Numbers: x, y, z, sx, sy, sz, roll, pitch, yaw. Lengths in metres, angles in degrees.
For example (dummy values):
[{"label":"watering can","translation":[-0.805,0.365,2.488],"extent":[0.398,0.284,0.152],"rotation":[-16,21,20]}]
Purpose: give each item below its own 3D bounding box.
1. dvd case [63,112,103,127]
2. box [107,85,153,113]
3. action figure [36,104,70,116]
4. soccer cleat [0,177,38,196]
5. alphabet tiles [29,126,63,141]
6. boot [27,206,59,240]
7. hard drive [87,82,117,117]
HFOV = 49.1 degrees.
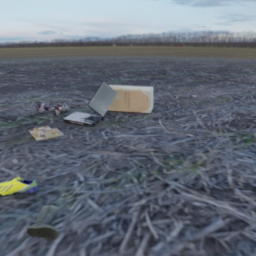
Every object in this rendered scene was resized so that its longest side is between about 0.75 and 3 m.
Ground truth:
[{"label":"dvd case","translation":[-2.311,-0.455,14.465],"extent":[1.676,0.207,1.260],"rotation":[9,22,20]},{"label":"box","translation":[-0.017,-1.703,16.362],"extent":[2.889,1.372,1.123],"rotation":[3,20,12]},{"label":"action figure","translation":[-4.194,-1.082,15.776],"extent":[1.830,0.635,1.190],"rotation":[1,12,-8]},{"label":"soccer cleat","translation":[-3.266,1.650,8.105],"extent":[1.314,0.550,0.425],"rotation":[0,20,0]},{"label":"alphabet tiles","translation":[-3.793,0.212,12.861],"extent":[1.214,0.055,1.452],"rotation":[-13,25,-31]},{"label":"boot","translation":[-1.907,2.268,6.814],"extent":[0.844,0.337,0.928],"rotation":[6,14,11]},{"label":"hard drive","translation":[-1.300,-1.473,14.366],"extent":[1.037,1.487,0.244],"rotation":[39,-14,-34]}]
